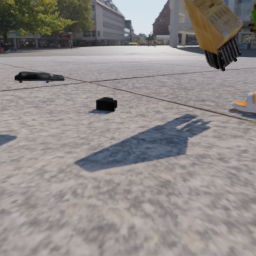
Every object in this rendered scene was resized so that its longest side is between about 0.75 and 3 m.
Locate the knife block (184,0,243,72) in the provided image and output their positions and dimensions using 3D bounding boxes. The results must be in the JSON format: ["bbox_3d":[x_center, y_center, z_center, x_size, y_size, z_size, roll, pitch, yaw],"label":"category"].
[{"bbox_3d":[3.168,-3.624,10.784,0.924,2.888,2.535,-39,-6,-6],"label":"knife block"}]

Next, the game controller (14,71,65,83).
[{"bbox_3d":[-2.657,-1.516,8.592,0.874,0.353,1.676,11,12,15],"label":"game controller"}]

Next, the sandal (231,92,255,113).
[{"bbox_3d":[5.550,-1.035,10.721,2.959,0.848,1.134,8,19,22],"label":"sandal"}]

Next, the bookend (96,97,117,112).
[{"bbox_3d":[-0.744,-0.974,11.314,0.825,0.382,0.830,8,19,20],"label":"bookend"}]

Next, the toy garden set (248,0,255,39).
[{"bbox_3d":[2.443,-1.999,5.098,0.264,1.103,1.323,-7,-19,10],"label":"toy garden set"}]
